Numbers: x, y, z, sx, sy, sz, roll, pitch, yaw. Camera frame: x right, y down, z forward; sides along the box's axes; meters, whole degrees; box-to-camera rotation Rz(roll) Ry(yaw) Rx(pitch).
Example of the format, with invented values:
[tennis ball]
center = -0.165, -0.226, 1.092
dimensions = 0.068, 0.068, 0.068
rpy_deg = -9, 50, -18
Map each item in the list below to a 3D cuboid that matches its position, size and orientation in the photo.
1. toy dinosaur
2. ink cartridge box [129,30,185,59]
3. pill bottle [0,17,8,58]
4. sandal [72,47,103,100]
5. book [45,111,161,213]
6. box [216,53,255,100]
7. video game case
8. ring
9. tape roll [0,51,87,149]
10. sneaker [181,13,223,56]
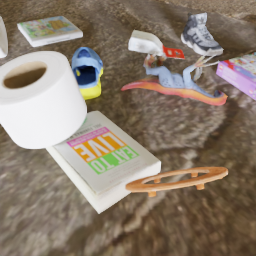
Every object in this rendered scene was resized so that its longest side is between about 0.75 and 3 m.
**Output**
[toy dinosaur]
center = 1.607, -1.245, 8.438
dimensions = 2.441, 2.690, 1.412
rpy_deg = 51, 22, 17
[ink cartridge box]
center = 1.072, -3.038, 10.175
dimensions = 1.988, 0.470, 1.591
rpy_deg = 10, 28, 0
[pill bottle]
center = -6.052, -3.233, 9.923
dimensions = 2.991, 1.703, 1.703
rpy_deg = -7, 40, -8
[sandal]
center = -1.321, -2.051, 8.957
dimensions = 1.061, 1.162, 2.669
rpy_deg = -8, 39, -7
[book]
center = -0.684, 0.546, 6.356
dimensions = 1.641, 0.590, 2.457
rpy_deg = -25, 44, -31
[box]
center = 4.260, -1.566, 8.874
dimensions = 1.654, 0.472, 2.417
rpy_deg = -17, 43, -19
[video game case]
center = -3.480, -4.338, 12.385
dimensions = 2.181, 0.264, 2.396
rpy_deg = -20, 44, -23
[ring]
center = 0.784, 0.877, 4.637
dimensions = 1.697, 0.163, 1.697
rpy_deg = -10, -4, -1
[tape roll]
center = -2.041, -0.668, 6.336
dimensions = 1.928, 1.324, 1.928
rpy_deg = -8, 44, 8
[sneaker]
center = 2.858, -3.688, 10.823
dimensions = 0.832, 1.254, 2.204
rpy_deg = -18, 43, -20
